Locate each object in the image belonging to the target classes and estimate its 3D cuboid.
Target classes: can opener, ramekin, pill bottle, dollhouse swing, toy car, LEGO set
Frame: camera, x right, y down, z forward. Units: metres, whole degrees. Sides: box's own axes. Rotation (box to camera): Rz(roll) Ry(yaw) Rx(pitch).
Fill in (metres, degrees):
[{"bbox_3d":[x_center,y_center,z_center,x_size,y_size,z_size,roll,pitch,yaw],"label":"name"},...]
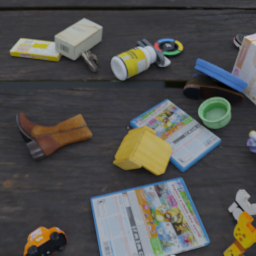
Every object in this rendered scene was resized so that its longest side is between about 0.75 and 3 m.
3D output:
[{"bbox_3d":[1.156,-3.525,12.946,0.597,0.753,2.267,-24,48,-17],"label":"can opener"},{"bbox_3d":[3.083,-0.492,9.903,1.081,0.528,1.081,-17,48,19],"label":"ramekin"},{"bbox_3d":[0.269,-2.856,12.093,1.850,1.036,1.036,-30,55,-24],"label":"pill bottle"},{"bbox_3d":[0.505,0.860,9.195,1.206,1.247,1.372,40,57,-22],"label":"dollhouse swing"},{"bbox_3d":[-2.468,2.510,6.781,1.119,2.281,0.759,-41,45,-10],"label":"toy car"},{"bbox_3d":[3.227,3.102,6.932,1.137,1.223,2.980,7,35,-36],"label":"LEGO set"}]

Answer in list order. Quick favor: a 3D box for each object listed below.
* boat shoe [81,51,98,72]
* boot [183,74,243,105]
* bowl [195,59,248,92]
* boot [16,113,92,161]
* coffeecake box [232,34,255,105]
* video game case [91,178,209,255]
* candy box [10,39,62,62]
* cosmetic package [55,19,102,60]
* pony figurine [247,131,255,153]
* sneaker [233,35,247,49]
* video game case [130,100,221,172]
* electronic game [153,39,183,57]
[{"bbox_3d":[-1.648,-3.064,12.544,0.530,0.538,1.445,-31,54,-6],"label":"boat shoe"},{"bbox_3d":[3.427,-1.623,11.143,2.285,0.854,1.107,13,52,14],"label":"boot"},{"bbox_3d":[3.558,-2.014,10.874,2.149,0.422,2.149,26,15,-8],"label":"bowl"},{"bbox_3d":[-2.636,-0.081,9.854,2.185,0.748,2.057,-25,53,-21],"label":"boot"},{"bbox_3d":[5.323,-1.936,10.564,1.005,2.111,2.750,-19,51,-16],"label":"coffeecake box"},{"bbox_3d":[0.523,2.586,7.823,2.850,0.254,2.040,-11,49,-9],"label":"video game case"},{"bbox_3d":[-4.258,-3.727,13.340,2.339,0.309,1.196,9,50,7],"label":"candy box"},{"bbox_3d":[-2.316,-4.220,13.255,1.160,0.819,2.241,28,50,12],"label":"cosmetic package"},{"bbox_3d":[4.832,0.845,8.596,2.189,1.888,2.267,-12,34,-22],"label":"pony figurine"},{"bbox_3d":[6.243,-4.054,13.123,2.459,1.076,0.907,28,54,23],"label":"sneaker"},{"bbox_3d":[1.635,0.156,9.977,1.903,0.237,2.659,-32,56,-24],"label":"video game case"},{"bbox_3d":[1.937,-3.880,13.493,1.433,0.298,1.433,0,49,0],"label":"electronic game"}]
